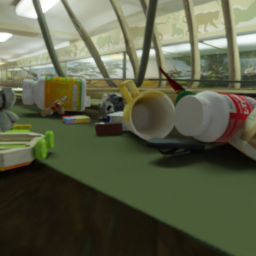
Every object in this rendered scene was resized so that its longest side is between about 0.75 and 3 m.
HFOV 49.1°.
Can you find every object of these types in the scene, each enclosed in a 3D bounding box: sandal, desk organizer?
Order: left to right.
[{"bbox_3d":[-0.590,0.012,8.414,0.811,0.312,0.291,-3,11,-16],"label":"desk organizer"},{"bbox_3d":[1.097,0.448,6.064,1.622,0.347,0.617,6,4,-36],"label":"sandal"}]

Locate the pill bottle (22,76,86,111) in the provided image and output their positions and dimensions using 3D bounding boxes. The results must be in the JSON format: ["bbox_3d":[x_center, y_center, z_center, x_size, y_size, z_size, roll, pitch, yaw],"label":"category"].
[{"bbox_3d":[-3.529,-1.658,13.535,2.865,1.591,1.591,2,9,-13],"label":"pill bottle"}]

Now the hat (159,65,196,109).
[{"bbox_3d":[2.382,-1.341,10.714,2.453,2.160,2.032,1,10,7],"label":"hat"}]

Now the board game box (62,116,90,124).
[{"bbox_3d":[-1.975,-0.313,10.614,0.893,0.180,0.683,-5,11,-27],"label":"board game box"}]

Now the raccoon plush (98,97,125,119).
[{"bbox_3d":[-0.962,-0.806,11.944,1.227,0.886,1.832,-13,7,-28],"label":"raccoon plush"}]

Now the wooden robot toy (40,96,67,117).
[{"bbox_3d":[-3.017,-0.771,11.960,1.417,0.643,0.624,-31,26,7],"label":"wooden robot toy"}]

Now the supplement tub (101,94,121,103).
[{"bbox_3d":[-0.949,-1.600,16.232,1.037,0.728,0.728,-7,12,-31],"label":"supplement tub"}]

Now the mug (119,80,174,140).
[{"bbox_3d":[0.454,-0.506,7.985,1.332,1.664,1.366,-3,2,-16],"label":"mug"}]

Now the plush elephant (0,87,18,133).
[{"bbox_3d":[-4.107,-0.551,8.523,1.465,1.377,1.779,-6,12,-28],"label":"plush elephant"}]

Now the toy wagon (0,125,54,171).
[{"bbox_3d":[-2.618,0.349,6.092,1.905,0.486,2.456,0,9,-4],"label":"toy wagon"}]

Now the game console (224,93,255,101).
[{"bbox_3d":[5.007,-0.677,12.097,2.199,1.514,2.551,32,-13,-35],"label":"game console"}]

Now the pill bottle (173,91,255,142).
[{"bbox_3d":[2.116,-0.245,6.592,2.075,1.165,1.165,1,8,-35],"label":"pill bottle"}]

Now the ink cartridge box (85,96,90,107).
[{"bbox_3d":[-3.153,-1.548,16.270,1.058,0.608,1.807,-10,14,-44],"label":"ink cartridge box"}]

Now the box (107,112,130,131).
[{"bbox_3d":[-0.107,-0.225,9.255,0.917,0.481,0.844,6,12,25],"label":"box"}]

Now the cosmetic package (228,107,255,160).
[{"bbox_3d":[2.767,-0.037,5.749,0.477,1.342,0.706,35,5,-9],"label":"cosmetic package"}]
